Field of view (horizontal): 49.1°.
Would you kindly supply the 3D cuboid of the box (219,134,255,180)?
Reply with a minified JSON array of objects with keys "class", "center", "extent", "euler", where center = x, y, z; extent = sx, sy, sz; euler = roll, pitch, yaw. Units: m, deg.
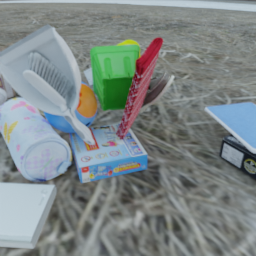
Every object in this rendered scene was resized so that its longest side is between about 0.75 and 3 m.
[{"class":"box","center":[4.291,0.822,7.184],"extent":[2.391,0.728,2.966],"euler":[-21,36,-29]}]

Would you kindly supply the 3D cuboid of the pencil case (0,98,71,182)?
[{"class":"pencil case","center":[-2.643,0.204,7.692],"extent":[1.354,1.241,2.986],"euler":[11,18,-41]}]

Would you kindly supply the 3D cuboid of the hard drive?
[{"class":"hard drive","center":[-2.907,1.777,5.982],"extent":[2.335,0.307,1.540],"euler":[1,31,4]}]

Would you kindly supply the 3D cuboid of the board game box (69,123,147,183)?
[{"class":"board game box","center":[-0.614,0.601,7.769],"extent":[1.772,0.506,1.810],"euler":[-10,32,-15]}]

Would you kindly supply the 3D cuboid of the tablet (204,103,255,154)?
[{"class":"tablet","center":[3.494,-0.090,7.894],"extent":[1.724,0.181,2.650],"euler":[-6,28,-11]}]

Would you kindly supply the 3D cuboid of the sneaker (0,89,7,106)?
[{"class":"sneaker","center":[-4.719,-0.484,9.262],"extent":[1.402,0.917,2.440],"euler":[16,39,25]}]

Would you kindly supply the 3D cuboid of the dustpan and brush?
[{"class":"dustpan and brush","center":[-1.611,-0.697,6.618],"extent":[2.026,2.902,0.831],"euler":[-13,45,33]}]

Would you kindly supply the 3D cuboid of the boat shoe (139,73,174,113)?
[{"class":"boat shoe","center":[0.668,-1.187,9.013],"extent":[0.699,2.350,0.844],"euler":[40,67,-6]}]

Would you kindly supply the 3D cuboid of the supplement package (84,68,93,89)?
[{"class":"supplement package","center":[-0.859,-1.733,9.294],"extent":[0.969,0.537,0.755],"euler":[-27,-11,1]}]

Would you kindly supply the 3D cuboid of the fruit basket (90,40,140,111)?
[{"class":"fruit basket","center":[-0.291,-1.686,7.818],"extent":[1.474,2.044,2.044],"euler":[-6,31,-7]}]

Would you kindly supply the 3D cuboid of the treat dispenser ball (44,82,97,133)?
[{"class":"treat dispenser ball","center":[-1.607,-0.613,7.851],"extent":[1.504,1.504,1.504],"euler":[0,31,0]}]

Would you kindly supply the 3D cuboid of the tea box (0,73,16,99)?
[{"class":"tea box","center":[-5.413,-1.956,11.149],"extent":[1.441,1.464,0.978],"euler":[24,38,34]}]

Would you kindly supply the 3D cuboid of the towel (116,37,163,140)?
[{"class":"towel","center":[0.291,-1.033,7.419],"extent":[0.273,2.432,1.759],"euler":[23,42,7]}]
